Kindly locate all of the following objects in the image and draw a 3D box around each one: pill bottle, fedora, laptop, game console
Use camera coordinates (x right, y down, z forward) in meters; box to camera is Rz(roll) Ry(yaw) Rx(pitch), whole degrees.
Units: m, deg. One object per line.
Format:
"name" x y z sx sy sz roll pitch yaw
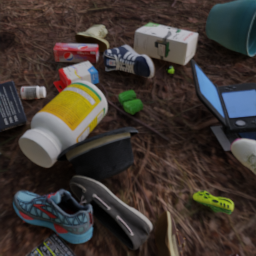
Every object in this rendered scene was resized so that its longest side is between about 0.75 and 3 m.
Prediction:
"pill bottle" -3.702 -1.369 10.941 0.845 0.481 0.481 -2 44 -4
"pill bottle" -2.008 -0.144 8.881 1.597 1.597 2.831 20 48 19
"fedora" -0.730 0.874 7.912 2.429 2.429 1.109 -18 80 -17
"laptop" 3.589 0.064 9.300 1.232 0.714 1.154 -7 44 -10
"game console" 3.368 -1.207 9.182 2.388 1.580 2.715 -5 37 11

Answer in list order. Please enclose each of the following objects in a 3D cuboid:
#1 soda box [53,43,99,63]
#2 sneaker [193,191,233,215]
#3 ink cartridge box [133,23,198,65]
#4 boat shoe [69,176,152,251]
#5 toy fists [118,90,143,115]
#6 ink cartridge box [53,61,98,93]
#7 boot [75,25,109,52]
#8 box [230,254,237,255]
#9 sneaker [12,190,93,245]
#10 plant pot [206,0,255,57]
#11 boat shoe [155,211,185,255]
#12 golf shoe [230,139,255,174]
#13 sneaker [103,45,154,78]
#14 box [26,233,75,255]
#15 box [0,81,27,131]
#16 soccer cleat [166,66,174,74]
"soda box" -2.402 -3.479 13.012 1.988 0.630 0.696 3 44 2
"sneaker" 2.233 2.038 7.484 1.112 0.465 0.412 14 38 38
"ink cartridge box" 1.772 -3.946 13.014 2.514 1.060 1.837 19 38 18
"boat shoe" -0.627 2.086 7.110 2.590 0.866 0.738 27 44 21
"toy fists" 0.049 -0.960 10.554 0.644 0.434 1.263 -14 44 -15
"ink cartridge box" -2.203 -2.093 11.618 1.692 0.569 0.983 -22 48 -21
"boot" -1.474 -4.576 14.104 1.971 0.710 1.524 24 48 25
"box" 1.556 3.256 4.442 1.413 1.399 1.704 -26 78 10
"sneaker" -1.829 1.919 7.013 2.265 1.082 0.898 18 20 13
"plant pot" 5.106 -4.896 13.312 2.332 2.482 2.482 26 50 34
"boat shoe" 1.061 2.769 6.707 0.591 0.592 1.641 26 29 -16
"golf shoe" 3.871 1.081 7.837 2.283 0.860 1.045 37 25 26
"sneaker" -0.104 -2.729 11.988 1.464 0.946 2.698 -18 41 -24
"box" -1.720 3.113 6.500 1.082 0.240 0.867 34 54 30
"box" -4.510 -0.548 9.202 1.961 1.451 1.023 -19 5 -20
"soccer cleat" 1.813 -2.567 12.242 0.309 0.258 0.763 6 27 -3
